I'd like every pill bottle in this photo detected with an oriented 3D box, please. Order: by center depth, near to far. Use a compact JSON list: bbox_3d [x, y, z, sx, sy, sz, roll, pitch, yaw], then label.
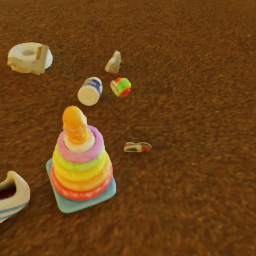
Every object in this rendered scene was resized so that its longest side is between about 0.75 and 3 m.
[{"bbox_3d":[-1.298,-1.351,9.905,0.694,0.694,1.249,3,29,3],"label":"pill bottle"}]

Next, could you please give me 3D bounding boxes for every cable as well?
[{"bbox_3d":[-4.139,-3.010,11.912,1.771,0.613,1.771,4,41,5],"label":"cable"}]

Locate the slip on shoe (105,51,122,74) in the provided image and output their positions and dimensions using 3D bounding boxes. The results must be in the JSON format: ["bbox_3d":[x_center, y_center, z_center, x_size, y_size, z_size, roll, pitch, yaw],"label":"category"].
[{"bbox_3d":[-0.489,-2.629,11.333,0.491,0.616,1.622,27,28,-5],"label":"slip on shoe"}]

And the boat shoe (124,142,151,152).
[{"bbox_3d":[0.269,0.574,8.009,0.779,0.277,0.244,2,39,21],"label":"boat shoe"}]

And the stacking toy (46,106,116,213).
[{"bbox_3d":[-1.078,0.503,6.194,1.534,2.795,1.622,-17,55,-18],"label":"stacking toy"}]

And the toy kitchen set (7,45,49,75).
[{"bbox_3d":[-3.888,-2.699,10.675,1.222,1.103,0.997,14,-6,-39],"label":"toy kitchen set"}]

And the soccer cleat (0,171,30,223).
[{"bbox_3d":[-3.284,1.901,5.959,0.892,1.102,2.553,26,48,26],"label":"soccer cleat"}]

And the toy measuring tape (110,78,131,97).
[{"bbox_3d":[-0.229,-1.406,9.188,0.654,0.654,1.778,2,-3,2],"label":"toy measuring tape"}]
